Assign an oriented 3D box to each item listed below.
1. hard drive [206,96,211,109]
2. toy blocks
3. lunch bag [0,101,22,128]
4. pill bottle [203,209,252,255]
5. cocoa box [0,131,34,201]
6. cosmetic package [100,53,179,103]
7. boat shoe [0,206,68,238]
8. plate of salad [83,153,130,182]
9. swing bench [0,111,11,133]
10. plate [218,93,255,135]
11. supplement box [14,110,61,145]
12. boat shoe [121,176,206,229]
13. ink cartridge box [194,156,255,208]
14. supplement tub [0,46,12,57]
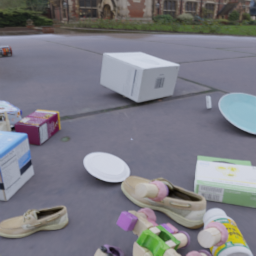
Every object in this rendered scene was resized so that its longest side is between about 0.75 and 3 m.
[{"bbox_3d":[3.509,-1.110,12.193,0.104,0.513,0.777,-5,3,22],"label":"hard drive"},{"bbox_3d":[0.648,2.003,4.859,1.610,1.723,1.450,32,5,32],"label":"toy blocks"},{"bbox_3d":[-5.006,-0.455,10.687,1.621,0.764,2.023,-16,27,-37],"label":"lunch bag"},{"bbox_3d":[1.761,2.033,5.137,0.630,0.630,1.118,-1,23,-2],"label":"pill bottle"},{"bbox_3d":[-3.611,0.849,7.046,1.912,1.255,1.275,5,24,12],"label":"cocoa box"},{"bbox_3d":[0.539,-2.608,13.870,2.710,1.671,2.719,-16,36,-43],"label":"cosmetic package"},{"bbox_3d":[-1.946,1.870,5.733,1.381,0.449,0.498,-5,24,-11],"label":"boat shoe"},{"bbox_3d":[-0.589,1.091,7.586,1.290,0.310,1.290,17,25,-8],"label":"plate of salad"},{"bbox_3d":[-4.612,0.101,9.272,1.320,0.861,1.327,-10,26,-24],"label":"swing bench"},{"bbox_3d":[4.610,-0.495,10.638,2.442,0.312,2.442,5,44,-5],"label":"plate"},{"bbox_3d":[-3.094,-0.045,9.742,0.923,0.727,1.409,7,24,15],"label":"supplement box"},{"bbox_3d":[0.748,1.462,6.326,2.161,0.702,0.779,18,30,38],"label":"boat shoe"},{"bbox_3d":[2.585,1.151,7.352,1.575,0.519,2.165,6,26,13],"label":"ink cartridge box"},{"bbox_3d":[-11.232,-6.737,24.809,1.685,0.901,0.901,-17,29,-32],"label":"supplement tub"}]
